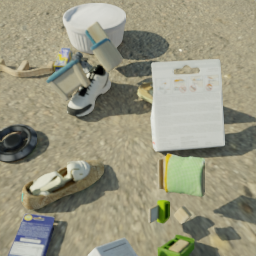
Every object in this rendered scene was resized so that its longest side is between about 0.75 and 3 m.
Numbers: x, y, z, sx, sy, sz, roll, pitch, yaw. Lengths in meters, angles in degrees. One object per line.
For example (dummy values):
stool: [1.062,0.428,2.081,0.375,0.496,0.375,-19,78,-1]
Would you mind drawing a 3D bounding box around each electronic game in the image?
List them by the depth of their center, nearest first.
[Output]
electronic game: [-3.328,0.417,8.155,1.338,0.278,1.338,-1,50,1]

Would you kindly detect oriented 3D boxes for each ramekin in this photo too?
ramekin: [-1.407,-4.287,12.141,2.672,1.244,2.672,0,46,0]

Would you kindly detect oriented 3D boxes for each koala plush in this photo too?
koala plush: [-1.789,-2.419,10.830,0.779,0.716,0.690,24,34,-6]

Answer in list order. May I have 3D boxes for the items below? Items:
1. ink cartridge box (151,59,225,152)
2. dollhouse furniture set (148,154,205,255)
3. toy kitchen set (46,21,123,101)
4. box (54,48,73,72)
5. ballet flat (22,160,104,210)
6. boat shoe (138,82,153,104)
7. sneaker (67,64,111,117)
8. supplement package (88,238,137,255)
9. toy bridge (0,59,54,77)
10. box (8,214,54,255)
ink cartridge box: [1.623,-0.620,7.915,1.979,2.440,0.612,-4,1,-4]
dollhouse furniture set: [0.956,1.579,5.762,1.009,2.018,0.779,2,3,36]
toy kitchen set: [-1.562,-2.379,9.652,2.241,1.648,2.798,-33,13,9]
box: [-2.554,-2.669,11.115,0.469,0.430,1.338,2,45,1]
ballet flat: [-1.574,1.286,6.987,2.217,0.724,0.782,-28,53,-25]
boat shoe: [1.397,-1.250,9.201,2.529,0.793,0.927,14,44,33]
sneaker: [-1.363,-1.303,9.437,0.850,0.922,2.306,18,49,15]
supplement package: [-0.095,2.851,4.603,1.650,0.904,0.939,49,19,29]
toy bridge: [-4.055,-2.288,10.817,2.316,0.315,0.779,3,45,3]
box: [-2.119,2.516,6.133,0.748,0.200,1.234,5,47,5]
